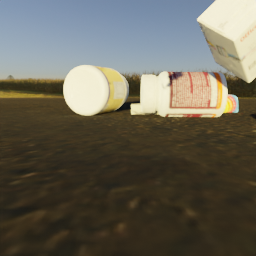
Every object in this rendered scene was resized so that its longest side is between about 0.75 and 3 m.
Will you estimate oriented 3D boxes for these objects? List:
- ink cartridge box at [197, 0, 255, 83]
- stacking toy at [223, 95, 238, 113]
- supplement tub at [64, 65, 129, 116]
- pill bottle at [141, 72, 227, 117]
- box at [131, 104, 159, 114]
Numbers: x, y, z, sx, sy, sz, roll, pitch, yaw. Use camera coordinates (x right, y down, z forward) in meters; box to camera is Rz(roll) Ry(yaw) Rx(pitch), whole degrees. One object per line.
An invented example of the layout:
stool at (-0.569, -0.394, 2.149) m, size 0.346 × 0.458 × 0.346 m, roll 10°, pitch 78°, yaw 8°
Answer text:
ink cartridge box at (2.886, -2.372, 7.089) m, size 1.819 × 1.339 × 1.315 m, roll 39°, pitch 8°, yaw -50°
stacking toy at (4.181, -0.957, 12.612) m, size 1.454 × 0.798 × 0.844 m, roll -17°, pitch 17°, yaw -24°
supplement tub at (-1.266, -1.652, 12.303) m, size 2.026 × 2.026 × 2.787 m, roll 3°, pitch 9°, yaw 22°
pill bottle at (1.981, -1.258, 10.514) m, size 2.962 × 1.691 × 1.691 m, roll 1°, pitch 8°, yaw -1°
box at (0.750, -0.800, 11.979) m, size 1.235 × 0.422 × 0.508 m, roll 0°, pitch 8°, yaw 0°
